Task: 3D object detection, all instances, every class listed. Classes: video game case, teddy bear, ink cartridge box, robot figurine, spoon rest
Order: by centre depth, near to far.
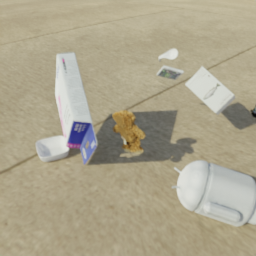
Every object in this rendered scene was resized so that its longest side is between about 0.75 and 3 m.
[{"bbox_3d":[2.477,1.799,7.819,2.561,1.446,2.172,19,18,4],"label":"robot figurine"},{"bbox_3d":[0.039,0.135,8.300,0.495,1.484,1.076,-34,13,-36],"label":"teddy bear"},{"bbox_3d":[-1.782,-0.403,8.925,0.624,2.830,2.882,-9,74,-19],"label":"ink cartridge box"},{"bbox_3d":[1.508,-1.978,10.157,0.748,0.823,0.096,14,79,-9],"label":"video game case"},{"bbox_3d":[1.658,-3.008,11.721,0.908,0.451,0.275,-14,-13,34],"label":"spoon rest"}]

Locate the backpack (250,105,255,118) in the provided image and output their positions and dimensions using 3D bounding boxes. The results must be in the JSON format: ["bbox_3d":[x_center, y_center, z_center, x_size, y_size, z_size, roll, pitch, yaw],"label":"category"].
[{"bbox_3d":[6.281,-0.758,12.291,1.213,0.935,1.155,-13,47,-23],"label":"backpack"}]

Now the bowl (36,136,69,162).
[{"bbox_3d":[-2.790,0.827,10.388,1.115,0.417,1.117,-14,37,-19],"label":"bowl"}]

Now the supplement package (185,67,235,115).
[{"bbox_3d":[2.948,-1.307,10.043,1.523,0.890,0.893,47,15,18],"label":"supplement package"}]
